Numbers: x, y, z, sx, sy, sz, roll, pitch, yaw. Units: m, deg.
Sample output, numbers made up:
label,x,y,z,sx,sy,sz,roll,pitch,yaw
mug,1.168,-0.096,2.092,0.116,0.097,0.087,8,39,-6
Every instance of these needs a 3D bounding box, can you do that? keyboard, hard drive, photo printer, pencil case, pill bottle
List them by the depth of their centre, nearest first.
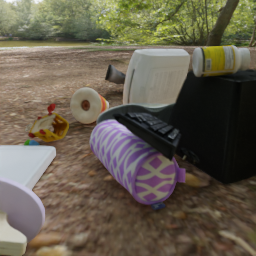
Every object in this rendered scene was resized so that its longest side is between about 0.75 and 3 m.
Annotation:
label,x,y,z,sx,sy,sz,roll,pitch,yaw
keyboard,0.644,0.118,4.961,1.450,0.310,2.414,36,10,9
pencil case,0.051,0.526,5.430,1.012,0.993,2.367,-13,23,-23
hard drive,-2.406,0.878,5.504,1.360,0.275,2.062,0,20,4
pill bottle,1.817,-1.319,5.512,1.000,0.562,0.562,-3,20,2
photo printer,0.884,-1.515,9.252,0.903,2.164,2.601,28,29,33

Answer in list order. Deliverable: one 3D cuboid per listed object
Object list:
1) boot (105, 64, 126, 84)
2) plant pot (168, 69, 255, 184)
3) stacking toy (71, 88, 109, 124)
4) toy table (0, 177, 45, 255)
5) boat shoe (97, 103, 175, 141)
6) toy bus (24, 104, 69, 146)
label,x,y,z,sx,sy,sz,roll,pitch,yaw
boot,-0.222,-2.227,12.380,1.362,0.722,2.069,18,8,3
plant pot,2.307,-0.291,6.334,2.189,1.946,2.194,-11,23,-25
stacking toy,-1.037,-0.743,9.156,1.106,1.106,1.513,9,9,24
toy table,-1.902,1.169,3.341,1.599,1.469,0.936,-4,3,-4
boat shoe,0.435,-0.212,7.515,2.690,0.991,0.863,-11,6,-20
toy bus,-2.041,0.062,7.153,0.617,1.126,1.193,39,12,-31
